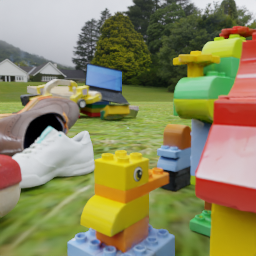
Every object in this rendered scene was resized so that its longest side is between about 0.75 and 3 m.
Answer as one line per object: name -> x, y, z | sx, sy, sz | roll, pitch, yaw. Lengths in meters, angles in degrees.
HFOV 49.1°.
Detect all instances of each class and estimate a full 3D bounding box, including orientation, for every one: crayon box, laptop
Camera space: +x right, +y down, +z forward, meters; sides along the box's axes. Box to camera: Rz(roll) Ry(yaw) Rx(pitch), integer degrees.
crayon box -> -0.472, -0.582, 10.243 | 0.801, 0.329, 1.274 | -2, -9, -20
laptop -> -0.834, -1.789, 11.384 | 1.632, 0.951, 1.841 | 7, 24, -23

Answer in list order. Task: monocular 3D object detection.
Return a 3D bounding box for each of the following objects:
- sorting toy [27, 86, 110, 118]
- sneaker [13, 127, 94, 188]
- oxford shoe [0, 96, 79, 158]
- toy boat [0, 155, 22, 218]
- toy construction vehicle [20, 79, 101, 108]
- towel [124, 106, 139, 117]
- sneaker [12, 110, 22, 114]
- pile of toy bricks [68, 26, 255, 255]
sorting toy -> -2.430, -1.140, 12.232 | 2.838, 0.994, 2.856 | 17, 17, 42
sneaker -> -0.883, 0.270, 2.905 | 0.465, 0.547, 1.236 | 6, 8, 39
oxford shoe -> -1.177, 0.007, 4.141 | 0.834, 0.816, 2.288 | 0, 18, 17
toy boat -> -1.340, 0.240, 1.878 | 1.271, 0.831, 0.829 | 3, 7, 22
toy construction vehicle -> -2.419, -1.027, 9.404 | 2.620, 0.923, 2.281 | -26, 24, -35
towel -> -0.205, -0.645, 11.424 | 1.197, 0.202, 1.254 | 0, -11, -2
sneaker -> -4.340, -0.541, 11.452 | 0.534, 0.307, 1.024 | 1, 11, 13
pile of toy bricks -> 0.747, -0.043, 1.987 | 1.535, 1.366, 2.767 | 5, 8, 39
